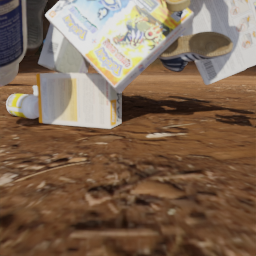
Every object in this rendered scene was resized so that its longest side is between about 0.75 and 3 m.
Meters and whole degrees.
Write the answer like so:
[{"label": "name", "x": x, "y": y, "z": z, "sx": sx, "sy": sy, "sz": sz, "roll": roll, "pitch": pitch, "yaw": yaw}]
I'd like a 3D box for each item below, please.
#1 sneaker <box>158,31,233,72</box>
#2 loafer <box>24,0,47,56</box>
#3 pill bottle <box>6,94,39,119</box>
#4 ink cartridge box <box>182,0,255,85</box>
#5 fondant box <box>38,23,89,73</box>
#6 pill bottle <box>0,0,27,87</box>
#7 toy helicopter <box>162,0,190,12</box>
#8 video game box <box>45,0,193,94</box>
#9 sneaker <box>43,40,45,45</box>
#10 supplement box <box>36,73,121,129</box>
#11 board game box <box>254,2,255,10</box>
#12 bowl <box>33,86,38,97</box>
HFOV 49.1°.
[{"label": "sneaker", "x": 1.744, "y": -1.982, "z": 7.474, "sx": 1.915, "sy": 0.671, "sz": 1.039, "roll": 0, "pitch": -12, "yaw": 15}, {"label": "loafer", "x": -3.099, "y": -3.385, "z": 8.512, "sx": 1.006, "sy": 2.754, "sz": 0.978, "roll": 10, "pitch": -24, "yaw": -25}, {"label": "pill bottle", "x": -3.514, "y": -0.756, "z": 9.834, "sx": 1.485, "sy": 0.826, "sz": 0.826, "roll": 10, "pitch": 17, "yaw": 36}, {"label": "ink cartridge box", "x": 2.867, "y": -2.882, "z": 7.999, "sx": 2.435, "sy": 2.763, "sz": 0.618, "roll": -20, "pitch": 31, "yaw": 24}, {"label": "fondant box", "x": -2.195, "y": -2.857, "z": 10.553, "sx": 0.696, "sy": 1.723, "sz": 2.388, "roll": 20, "pitch": 4, "yaw": 15}, {"label": "pill bottle", "x": -2.805, "y": -2.079, "z": 5.354, "sx": 1.628, "sy": 1.628, "sz": 2.933, "roll": -5, "pitch": -24, "yaw": -21}, {"label": "toy helicopter", "x": 1.101, "y": -3.297, "z": 6.277, "sx": 1.459, "sy": 0.870, "sz": 2.206, "roll": 4, "pitch": 53, "yaw": 16}, {"label": "video game box", "x": -0.281, "y": -2.777, "z": 7.168, "sx": 2.856, "sy": 2.602, "sz": 0.668, "roll": 47, "pitch": 4, "yaw": 14}, {"label": "sneaker", "x": -3.036, "y": -2.986, "z": 11.233, "sx": 0.442, "sy": 1.206, "sz": 0.494, "roll": -31, "pitch": -6, "yaw": -34}, {"label": "supplement box", "x": -1.515, "y": -0.909, "z": 8.777, "sx": 2.533, "sy": 1.596, "sz": 0.931, "roll": 5, "pitch": 13, "yaw": 19}, {"label": "board game box", "x": 3.237, "y": -3.593, "z": 9.443, "sx": 0.497, "sy": 1.953, "sz": 2.906, "roll": -43, "pitch": -7, "yaw": -16}, {"label": "bowl", "x": -2.848, "y": -0.992, "z": 10.553, "sx": 1.628, "sy": 0.732, "sz": 1.628, "roll": 14, "pitch": -4, "yaw": 1}]
